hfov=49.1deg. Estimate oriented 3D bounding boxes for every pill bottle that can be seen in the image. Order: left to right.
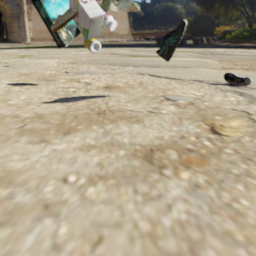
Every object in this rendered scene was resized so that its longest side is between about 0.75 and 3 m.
[{"bbox_3d":[-1.735,-3.915,13.119,0.572,0.572,1.021,-11,37,-29],"label":"pill bottle"},{"bbox_3d":[-0.842,-3.815,9.914,0.872,0.486,0.486,38,30,13],"label":"pill bottle"}]

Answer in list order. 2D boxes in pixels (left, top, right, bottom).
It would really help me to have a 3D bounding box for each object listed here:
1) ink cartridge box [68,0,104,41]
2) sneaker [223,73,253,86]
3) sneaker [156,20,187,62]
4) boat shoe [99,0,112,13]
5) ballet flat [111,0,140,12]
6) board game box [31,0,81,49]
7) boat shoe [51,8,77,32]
[{"bbox_3d":[-1.176,-3.143,7.699,0.482,0.831,1.148,-24,71,-25],"label":"ink cartridge box"},{"bbox_3d":[5.174,-2.256,13.075,1.320,0.500,0.763,26,25,33],"label":"sneaker"},{"bbox_3d":[1.569,-3.189,10.165,0.655,1.652,0.623,29,39,1],"label":"sneaker"},{"bbox_3d":[-1.049,-6.065,13.677,0.484,1.295,0.429,29,38,-4],"label":"boat shoe"},{"bbox_3d":[-0.253,-5.366,11.977,1.965,0.628,0.743,50,10,30],"label":"ballet flat"},{"bbox_3d":[-2.469,-4.675,11.268,0.409,1.967,2.908,-10,35,29],"label":"board game box"},{"bbox_3d":[-1.755,-2.888,7.458,0.832,0.288,0.307,-41,3,-12],"label":"boat shoe"}]
